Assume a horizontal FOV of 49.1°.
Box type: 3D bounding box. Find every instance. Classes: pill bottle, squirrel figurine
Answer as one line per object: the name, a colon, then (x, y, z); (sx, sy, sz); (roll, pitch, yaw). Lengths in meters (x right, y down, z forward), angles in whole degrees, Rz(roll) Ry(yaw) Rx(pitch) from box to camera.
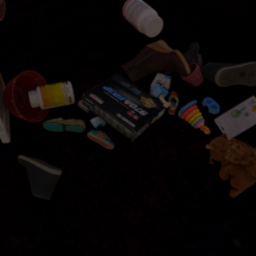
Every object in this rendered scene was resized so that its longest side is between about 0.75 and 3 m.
pill bottle: (-3.242, -1.352, 11.885); (1.782, 0.973, 0.973); (-12, 51, -13)
squirrel figurine: (3.674, 0.989, 9.525); (1.500, 2.120, 1.979); (-29, 65, -15)
pill bottle: (0.838, -6.321, 16.060); (1.395, 1.395, 2.461); (-23, 54, -18)

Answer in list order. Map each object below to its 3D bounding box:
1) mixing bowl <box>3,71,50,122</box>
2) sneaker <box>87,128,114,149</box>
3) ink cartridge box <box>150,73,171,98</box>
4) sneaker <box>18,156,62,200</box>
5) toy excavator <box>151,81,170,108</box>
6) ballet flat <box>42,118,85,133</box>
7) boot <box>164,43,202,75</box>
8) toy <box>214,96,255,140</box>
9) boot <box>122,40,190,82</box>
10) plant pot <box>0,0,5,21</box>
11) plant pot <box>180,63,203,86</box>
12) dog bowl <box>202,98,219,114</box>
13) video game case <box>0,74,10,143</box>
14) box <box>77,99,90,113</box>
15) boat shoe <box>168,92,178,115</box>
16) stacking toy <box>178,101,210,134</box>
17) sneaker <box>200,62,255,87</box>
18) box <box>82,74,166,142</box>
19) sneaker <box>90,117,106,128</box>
mixing bowl: (-4.363, -1.246, 11.682); (1.144, 2.113, 2.113); (-3, 47, 26)
sneaker: (-1.006, 0.383, 11.098); (1.250, 0.446, 0.499); (28, 60, 21)
ink cartridge box: (1.482, -1.913, 12.871); (0.674, 0.662, 0.916); (19, 54, 14)
sneaker: (-3.325, 1.696, 9.837); (2.084, 0.780, 1.107); (15, 84, 36)
toy excavator: (1.386, -1.385, 11.901); (1.079, 0.554, 1.109); (41, 30, -1)
ballet flat: (-2.603, -0.142, 11.493); (1.694, 0.599, 0.599); (4, 50, -3)
boot: (2.630, -3.550, 14.211); (1.978, 0.787, 2.272); (-6, 43, 6)
toy: (4.631, -0.358, 11.463); (1.834, 0.433, 1.056); (-35, 60, 15)
boot: (1.255, -2.780, 13.168); (2.441, 1.062, 2.934); (-35, 48, 1)
plant pot: (-8.364, -7.218, 16.682); (1.658, 1.852, 1.852); (12, 50, -11)
plant pot: (3.048, -2.424, 13.092); (0.919, 0.823, 0.919); (-35, 31, 25)
dog bowl: (3.673, -1.000, 12.403); (0.503, 0.224, 0.903); (-21, 52, -17)
video game case: (-5.211, -1.328, 11.067); (0.337, 2.680, 2.944); (-10, 51, -13)
box: (-1.591, -1.250, 12.614); (0.689, 0.217, 1.251); (36, 59, 26)
boat shoe: (2.001, -1.186, 12.424); (0.456, 0.400, 1.280); (8, 52, 7)
stacking toy: (2.839, -0.301, 11.591); (0.817, 0.864, 1.488); (-33, 72, -14)
sneaker: (4.952, -2.697, 13.259); (2.992, 1.119, 1.589); (-6, 26, -23)
box: (-0.161, -0.960, 11.720); (2.792, 0.642, 2.219); (36, 50, 19)
sneaker: (-1.056, -0.312, 11.804); (1.125, 0.416, 0.461); (-25, 92, -30)
